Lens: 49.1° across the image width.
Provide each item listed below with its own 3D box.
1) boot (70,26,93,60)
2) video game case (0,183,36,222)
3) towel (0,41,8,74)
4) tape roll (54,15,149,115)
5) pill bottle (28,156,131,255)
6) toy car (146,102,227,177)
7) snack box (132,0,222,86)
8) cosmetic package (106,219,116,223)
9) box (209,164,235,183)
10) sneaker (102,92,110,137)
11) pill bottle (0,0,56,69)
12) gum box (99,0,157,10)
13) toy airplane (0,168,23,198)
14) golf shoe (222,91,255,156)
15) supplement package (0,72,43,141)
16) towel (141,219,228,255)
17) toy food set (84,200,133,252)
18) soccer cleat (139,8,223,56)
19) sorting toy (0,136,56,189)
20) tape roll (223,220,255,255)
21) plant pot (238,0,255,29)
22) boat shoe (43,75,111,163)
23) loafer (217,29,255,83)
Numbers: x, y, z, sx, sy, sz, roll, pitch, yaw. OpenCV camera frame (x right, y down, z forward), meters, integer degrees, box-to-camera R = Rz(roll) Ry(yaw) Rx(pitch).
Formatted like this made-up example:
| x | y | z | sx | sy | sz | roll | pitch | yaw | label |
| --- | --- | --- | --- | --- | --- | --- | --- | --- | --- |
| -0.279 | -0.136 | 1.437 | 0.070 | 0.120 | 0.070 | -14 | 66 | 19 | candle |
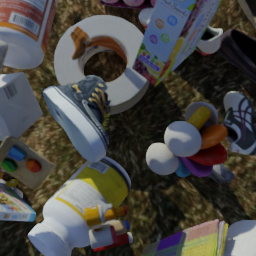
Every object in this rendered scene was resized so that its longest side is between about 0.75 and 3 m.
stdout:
| x | y | z | sx | sy | sz | roll | pitch | yaw | label |
| --- | --- | --- | --- | --- | --- | --- | --- | --- | --- |
| -1.402 | -2.293 | 7.597 | 0.613 | 0.303 | 0.789 | 49 | 115 | 4 | boot |
| -3.315 | 1.361 | 5.630 | 1.736 | 2.426 | 0.216 | 18 | 87 | 45 | video game case |
| -2.565 | -0.915 | 4.602 | 0.915 | 0.238 | 1.381 | 26 | 104 | 0 | towel |
| -0.740 | -1.938 | 8.761 | 2.959 | 0.978 | 2.959 | 0 | 79 | 0 | tape roll |
| -1.015 | 1.739 | 6.151 | 1.266 | 1.266 | 2.261 | 38 | 53 | 7 | pill bottle |
| 1.488 | 0.447 | 6.485 | 1.440 | 1.920 | 1.680 | 43 | 46 | 7 | toy car |
| 1.172 | -2.291 | 5.964 | 0.772 | 2.282 | 1.925 | 39 | 52 | 9 | snack box |
| -1.031 | 2.665 | 8.067 | 1.216 | 0.493 | 0.686 | -24 | 80 | -6 | cosmetic package |
| 2.379 | 1.089 | 8.144 | 1.224 | 0.969 | 0.296 | 41 | 81 | 8 | box |
| -0.752 | -0.273 | 7.238 | 0.562 | 0.639 | 1.510 | -14 | 102 | -32 | sneaker |
| -2.383 | -2.652 | 6.411 | 1.314 | 1.314 | 2.342 | 6 | 68 | 1 | pill bottle |
| 0.310 | -4.914 | 9.426 | 2.600 | 0.860 | 1.476 | 7 | 78 | 1 | gum box |
| -4.005 | 1.559 | 7.937 | 1.647 | 1.162 | 1.640 | -16 | 90 | -21 | toy airplane |
| 2.579 | -0.200 | 6.688 | 0.820 | 0.718 | 1.861 | 0 | 50 | -10 | golf shoe |
| -3.246 | -0.471 | 6.502 | 1.911 | 1.144 | 1.159 | -2 | 33 | 23 | supplement package |
| 0.967 | 2.769 | 5.729 | 2.274 | 1.633 | 0.259 | -36 | 97 | 33 | towel |
| -0.291 | 1.612 | 4.746 | 0.720 | 1.600 | 0.764 | -11 | 69 | -8 | toy food set |
| 1.668 | -3.250 | 8.905 | 2.820 | 1.201 | 0.968 | 28 | 80 | 6 | soccer cleat |
| -2.428 | 0.946 | 6.174 | 1.166 | 0.210 | 1.566 | 36 | 125 | -13 | sorting toy |
| 2.659 | 3.001 | 5.909 | 1.168 | 1.700 | 1.700 | -29 | 77 | -44 | tape roll |
| 3.115 | -3.609 | 6.441 | 1.663 | 1.661 | 1.472 | -40 | 60 | 23 | plant pot |
| -0.724 | -0.380 | 5.259 | 1.165 | 0.908 | 2.567 | -26 | 36 | -18 | boat shoe |
| 4.154 | -2.122 | 8.829 | 2.884 | 0.908 | 1.037 | 34 | 80 | 6 | loafer |
